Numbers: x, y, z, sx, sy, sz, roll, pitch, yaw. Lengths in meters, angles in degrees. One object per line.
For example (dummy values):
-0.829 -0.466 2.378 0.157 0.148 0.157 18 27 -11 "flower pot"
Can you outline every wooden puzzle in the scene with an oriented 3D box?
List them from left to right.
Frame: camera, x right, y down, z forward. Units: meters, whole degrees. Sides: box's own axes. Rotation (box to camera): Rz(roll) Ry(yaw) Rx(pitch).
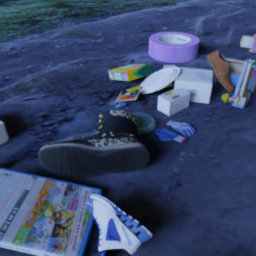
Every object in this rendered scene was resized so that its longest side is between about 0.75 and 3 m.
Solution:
-0.002 -1.337 11.414 1.082 0.188 1.605 -13 28 16 "wooden puzzle"

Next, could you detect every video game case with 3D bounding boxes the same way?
-2.175 1.950 6.583 2.739 0.244 1.960 11 35 3 "video game case"

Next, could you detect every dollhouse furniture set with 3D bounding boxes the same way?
4.250 -2.417 11.204 1.747 2.527 2.677 19 27 25 "dollhouse furniture set"

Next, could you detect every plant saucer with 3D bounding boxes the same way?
0.376 -0.220 10.109 1.276 0.175 1.276 0 34 0 "plant saucer"

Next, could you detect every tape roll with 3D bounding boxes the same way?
2.549 -4.579 15.765 2.761 0.906 2.761 0 34 0 "tape roll"

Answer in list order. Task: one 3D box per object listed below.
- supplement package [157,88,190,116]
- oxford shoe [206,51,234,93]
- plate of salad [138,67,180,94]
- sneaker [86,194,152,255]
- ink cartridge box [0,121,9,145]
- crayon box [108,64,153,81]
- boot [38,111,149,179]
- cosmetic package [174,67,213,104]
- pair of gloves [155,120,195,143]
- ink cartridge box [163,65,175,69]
1.770 -1.023 10.856 1.148 0.629 0.653 -26 42 -32 "supplement package"
4.044 -2.386 11.869 0.684 1.918 0.684 -29 0 31 "oxford shoe"
1.354 -1.986 12.066 1.993 0.479 1.993 -26 26 14 "plate of salad"
-0.425 2.181 5.959 1.680 0.679 0.970 24 63 34 "sneaker"
-5.016 0.073 9.172 1.761 0.742 1.285 24 41 30 "ink cartridge box"
0.085 -2.555 12.815 1.398 0.472 1.620 -21 22 -29 "crayon box"
-0.992 0.380 8.521 3.031 1.094 2.289 -1 31 -4 "boot"
2.753 -1.829 11.793 1.458 0.899 1.463 9 34 12 "cosmetic package"
1.605 0.138 9.614 1.092 0.155 1.359 22 39 31 "pair of gloves"
2.062 -2.763 13.638 0.573 0.325 0.782 -1 35 -2 "ink cartridge box"
